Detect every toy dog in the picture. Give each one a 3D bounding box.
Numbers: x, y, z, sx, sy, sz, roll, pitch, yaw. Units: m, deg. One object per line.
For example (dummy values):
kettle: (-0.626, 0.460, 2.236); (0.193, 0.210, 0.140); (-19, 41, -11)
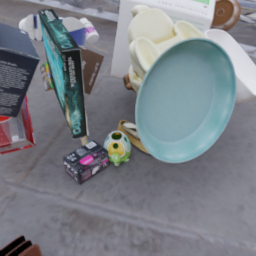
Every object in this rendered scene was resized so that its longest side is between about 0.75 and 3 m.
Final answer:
toy dog: (0.591, -1.780, 7.835); (1.798, 2.577, 2.499); (-36, 73, -17)

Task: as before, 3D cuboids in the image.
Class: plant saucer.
plant saucer: (1.286, -0.596, 6.454); (2.870, 2.870, 0.516); (-20, 28, -23)
plant saucer: (3.497, -4.298, 10.564); (1.421, 1.421, 0.260); (31, 11, 33)

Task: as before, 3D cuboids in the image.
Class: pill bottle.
pill bottle: (-1.529, -3.667, 10.580); (0.520, 0.520, 0.926); (-21, 69, -24)

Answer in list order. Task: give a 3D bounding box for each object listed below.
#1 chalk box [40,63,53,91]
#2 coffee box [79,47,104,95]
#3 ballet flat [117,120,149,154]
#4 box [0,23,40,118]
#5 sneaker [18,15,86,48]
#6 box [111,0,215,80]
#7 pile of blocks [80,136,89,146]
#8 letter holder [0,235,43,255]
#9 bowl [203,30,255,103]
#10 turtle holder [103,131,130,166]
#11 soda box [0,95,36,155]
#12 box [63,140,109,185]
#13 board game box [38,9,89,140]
chalk box: (-2.560, -1.898, 9.615); (0.693, 1.119, 0.696); (-14, 6, -30)
coffee box: (-1.466, -1.778, 8.449); (0.818, 1.174, 2.053); (18, 8, -19)
ballet flat: (0.392, 0.310, 9.451); (1.956, 0.616, 0.671); (26, 45, 28)
box: (-2.779, -1.270, 6.260); (0.877, 1.682, 1.245); (7, 36, -39)
sneaker: (-2.566, -3.238, 9.153); (2.256, 0.911, 1.303); (-6, 22, -44)
box: (1.176, -3.170, 9.814); (2.863, 2.877, 2.464); (16, 44, 6)
pile of blocks: (-1.454, 0.542, 9.525); (0.234, 0.310, 0.754); (-46, 31, 11)
letter holder: (-2.614, 2.957, 5.768); (0.772, 1.091, 1.536); (28, 47, 30)
bowl: (2.859, -1.706, 8.071); (2.282, 0.852, 2.279); (55, 38, 7)
turtle holder: (-0.410, 0.643, 8.859); (0.894, 0.836, 1.177); (19, 42, 22)
soda box: (-3.413, -0.848, 7.733); (1.044, 0.945, 2.981); (-13, 76, -5)
box: (-1.262, 1.030, 8.514); (1.166, 0.669, 0.770); (-30, 46, -34)
board game box: (-1.383, -1.229, 5.848); (0.372, 1.786, 2.641); (-13, 38, -18)
